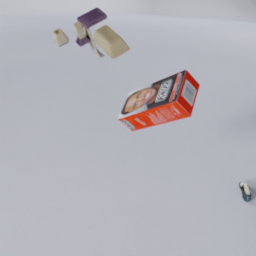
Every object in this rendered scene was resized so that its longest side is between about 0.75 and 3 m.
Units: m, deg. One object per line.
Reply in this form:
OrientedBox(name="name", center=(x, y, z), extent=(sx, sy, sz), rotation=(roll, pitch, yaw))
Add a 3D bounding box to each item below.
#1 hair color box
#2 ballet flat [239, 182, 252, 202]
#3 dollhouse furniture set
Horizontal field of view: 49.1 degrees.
OrientedBox(name="hair color box", center=(0.735, -0.637, 7.243), extent=(2.062, 0.631, 1.047), rotation=(-16, 43, 47))
OrientedBox(name="ballet flat", center=(3.420, 1.777, 8.139), extent=(0.316, 0.316, 0.865), rotation=(6, 29, 10))
OrientedBox(name="dollhouse furniture set", center=(-0.776, -1.784, 6.820), extent=(1.355, 1.214, 1.711), rotation=(-32, 54, -10))
